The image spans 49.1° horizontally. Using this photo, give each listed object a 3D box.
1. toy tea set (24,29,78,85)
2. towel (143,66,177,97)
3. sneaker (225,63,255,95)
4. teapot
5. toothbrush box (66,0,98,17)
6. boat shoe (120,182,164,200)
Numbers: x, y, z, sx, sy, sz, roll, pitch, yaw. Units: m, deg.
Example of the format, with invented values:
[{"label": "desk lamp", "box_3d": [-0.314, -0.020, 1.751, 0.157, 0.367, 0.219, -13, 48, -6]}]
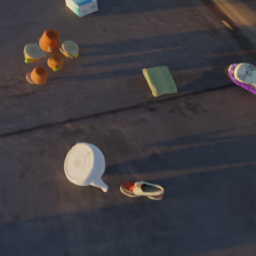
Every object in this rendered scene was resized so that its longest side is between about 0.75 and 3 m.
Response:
[{"label": "toy tea set", "box_3d": [-3.418, -2.894, 11.710, 1.659, 1.033, 2.790, 40, 54, -8]}, {"label": "towel", "box_3d": [1.260, -1.871, 11.066, 1.072, 0.264, 1.445, -11, 58, -15]}, {"label": "sneaker", "box_3d": [4.551, -1.798, 10.463, 2.295, 0.798, 1.142, 25, 5, -24]}, {"label": "teapot", "box_3d": [-1.193, 1.125, 8.451, 1.321, 0.978, 1.339, 3, 74, 33]}, {"label": "toothbrush box", "box_3d": [-2.408, -6.429, 14.388, 1.080, 0.629, 1.476, -31, 58, -21]}, {"label": "boat shoe", "box_3d": [0.408, 1.800, 8.249, 1.293, 0.404, 0.460, 10, 55, 9]}]
